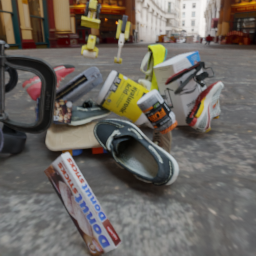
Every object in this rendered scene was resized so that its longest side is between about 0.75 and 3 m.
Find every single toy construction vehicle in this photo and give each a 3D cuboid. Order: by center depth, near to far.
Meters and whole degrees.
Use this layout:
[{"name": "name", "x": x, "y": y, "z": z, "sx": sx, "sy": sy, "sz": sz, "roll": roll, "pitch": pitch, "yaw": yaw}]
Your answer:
[{"name": "toy construction vehicle", "x": -0.727, "y": -3.001, "z": 8.720, "sx": 1.566, "sy": 1.799, "sz": 0.634, "roll": 13, "pitch": -3, "yaw": -6}]

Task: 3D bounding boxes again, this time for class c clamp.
[{"name": "c clamp", "x": -3.014, "y": -0.995, "z": 7.395, "sx": 2.249, "sy": 2.633, "sz": 0.357, "roll": 3, "pitch": 31, "yaw": -9}]

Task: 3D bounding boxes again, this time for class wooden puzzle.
[{"name": "wooden puzzle", "x": -1.353, "y": 0.323, "z": 8.868, "sx": 2.321, "sy": 0.537, "sz": 2.149, "roll": 0, "pitch": 19, "yaw": -13}]

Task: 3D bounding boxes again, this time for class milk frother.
[{"name": "milk frother", "x": -4.297, "y": -0.660, "z": 8.077, "sx": 2.561, "sy": 2.838, "sz": 2.670, "roll": -7, "pitch": 24, "yaw": -34}]

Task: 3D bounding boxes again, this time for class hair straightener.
[{"name": "hair straightener", "x": 2.234, "y": -1.644, "z": 9.467, "sx": 0.927, "sy": 0.493, "sz": 2.409, "roll": 48, "pitch": 46, "yaw": 10}]

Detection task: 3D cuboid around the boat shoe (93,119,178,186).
[{"name": "boat shoe", "x": -0.016, "y": 0.453, "z": 6.878, "sx": 2.725, "sy": 1.030, "sz": 0.822, "roll": 27, "pitch": 6, "yaw": 36}]

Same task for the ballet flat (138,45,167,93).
[{"name": "ballet flat", "x": 0.811, "y": -1.940, "z": 10.639, "sx": 0.819, "sy": 2.444, "sz": 0.817, "roll": 6, "pitch": 12, "yaw": -26}]

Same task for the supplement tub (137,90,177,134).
[{"name": "supplement tub", "x": 0.704, "y": -0.364, "z": 6.648, "sx": 0.594, "sy": 0.969, "sz": 0.594, "roll": -37, "pitch": 11, "yaw": 8}]

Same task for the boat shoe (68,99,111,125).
[{"name": "boat shoe", "x": -1.295, "y": -0.675, "z": 9.861, "sx": 0.799, "sy": 0.678, "sz": 2.195, "roll": 3, "pitch": 18, "yaw": 34}]

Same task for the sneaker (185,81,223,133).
[{"name": "sneaker", "x": 2.801, "y": -0.733, "z": 9.782, "sx": 0.878, "sy": 2.137, "sz": 0.832, "roll": 37, "pitch": -21, "yaw": -9}]

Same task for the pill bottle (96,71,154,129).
[{"name": "pill bottle", "x": 0.157, "y": -0.907, "z": 9.911, "sx": 2.339, "sy": 1.302, "sz": 1.302, "roll": 28, "pitch": 17, "yaw": -11}]

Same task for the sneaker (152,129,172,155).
[{"name": "sneaker", "x": 0.835, "y": 0.408, "z": 7.252, "sx": 0.477, "sy": 1.355, "sz": 0.512, "roll": -16, "pitch": -24, "yaw": 30}]

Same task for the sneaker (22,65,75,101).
[{"name": "sneaker", "x": -2.310, "y": -1.366, "z": 8.520, "sx": 1.677, "sy": 0.727, "sz": 0.618, "roll": -25, "pitch": 9, "yaw": 3}]

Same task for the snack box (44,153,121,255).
[{"name": "snack box", "x": -0.774, "y": 1.261, "z": 4.597, "sx": 0.601, "sy": 1.671, "sz": 0.203, "roll": -39, "pitch": -10, "yaw": 33}]

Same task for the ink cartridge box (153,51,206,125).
[{"name": "ink cartridge box", "x": 2.065, "y": -1.453, "z": 10.477, "sx": 0.974, "sy": 2.312, "sz": 1.688, "roll": 1, "pitch": 27, "yaw": 48}]

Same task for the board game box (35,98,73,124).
[{"name": "board game box", "x": -2.251, "y": -0.510, "z": 8.555, "sx": 1.066, "sy": 0.722, "sz": 0.184, "roll": 2, "pitch": 5, "yaw": -30}]

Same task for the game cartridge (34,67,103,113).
[{"name": "game cartridge", "x": -1.962, "y": -1.164, "z": 9.574, "sx": 2.412, "sy": 0.488, "sz": 1.608, "roll": -35, "pitch": -2, "yaw": -2}]
